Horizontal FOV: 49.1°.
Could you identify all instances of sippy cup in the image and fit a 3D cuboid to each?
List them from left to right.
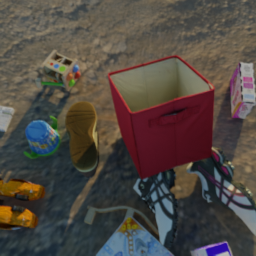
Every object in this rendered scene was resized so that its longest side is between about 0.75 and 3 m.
[{"bbox_3d":[-2.861,0.284,9.203,1.072,1.001,1.366,-7,65,-3],"label":"sippy cup"}]

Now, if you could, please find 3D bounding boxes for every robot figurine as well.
[{"bbox_3d":[-3.897,2.232,8.427,2.502,0.728,1.814,7,65,3],"label":"robot figurine"}]

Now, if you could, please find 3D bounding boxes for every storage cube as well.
[{"bbox_3d":[0.947,-0.388,8.343,2.308,2.427,2.700,-17,37,-8],"label":"storage cube"}]

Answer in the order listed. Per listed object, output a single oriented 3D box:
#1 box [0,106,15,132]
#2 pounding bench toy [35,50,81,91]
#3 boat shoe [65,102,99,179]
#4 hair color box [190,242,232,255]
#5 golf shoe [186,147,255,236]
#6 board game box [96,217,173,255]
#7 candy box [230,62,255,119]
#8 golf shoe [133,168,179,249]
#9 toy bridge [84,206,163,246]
[{"bbox_3d":[-4.534,-0.334,9.955,0.690,0.182,0.885,10,64,5],"label":"box"},{"bbox_3d":[-2.548,-1.877,10.293,1.134,0.904,1.454,26,67,11],"label":"pounding bench toy"},{"bbox_3d":[-1.496,0.334,9.216,1.067,0.945,2.915,-4,48,-4],"label":"boat shoe"},{"bbox_3d":[2.195,3.565,7.123,0.621,1.918,1.048,-14,65,-7],"label":"hair color box"},{"bbox_3d":[3.027,2.044,8.496,1.310,1.148,2.973,-35,68,10],"label":"golf shoe"},{"bbox_3d":[0.109,3.935,7.499,2.194,0.284,2.194,38,82,22],"label":"board game box"},{"bbox_3d":[4.023,-1.306,9.894,0.505,1.130,1.656,5,64,4],"label":"candy box"},{"bbox_3d":[0.817,2.137,8.343,1.314,1.081,2.781,-1,52,3],"label":"golf shoe"},{"bbox_3d":[-0.046,2.822,8.351,2.565,0.349,0.862,19,66,9],"label":"toy bridge"}]
